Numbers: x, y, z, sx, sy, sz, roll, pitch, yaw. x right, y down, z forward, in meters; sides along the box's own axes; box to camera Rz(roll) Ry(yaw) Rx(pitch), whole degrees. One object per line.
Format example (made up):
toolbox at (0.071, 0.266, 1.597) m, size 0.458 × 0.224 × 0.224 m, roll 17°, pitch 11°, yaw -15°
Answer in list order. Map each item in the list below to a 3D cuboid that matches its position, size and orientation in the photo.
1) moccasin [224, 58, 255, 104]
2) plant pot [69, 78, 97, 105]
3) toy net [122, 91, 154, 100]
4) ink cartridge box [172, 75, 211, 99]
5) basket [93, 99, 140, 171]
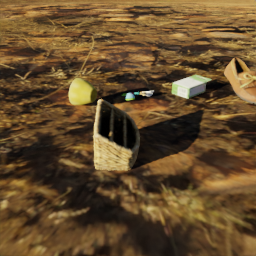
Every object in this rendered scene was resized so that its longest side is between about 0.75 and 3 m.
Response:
moccasin at (4.054, -1.626, 9.515) m, size 0.829 × 0.875 × 2.266 m, roll 5°, pitch 42°, yaw -8°
plant pot at (-1.329, -1.063, 8.627) m, size 0.603 × 0.850 × 0.850 m, roll 16°, pitch 32°, yaw 20°
toy net at (0.368, -1.107, 9.494) m, size 1.096 × 0.212 × 0.575 m, roll -10°, pitch 9°, yaw -22°
ink cartridge box at (2.265, -1.477, 9.924) m, size 1.354 × 0.401 × 0.703 m, roll -24°, pitch 37°, yaw -36°
basket at (-0.221, 0.131, 6.188) m, size 0.980 × 1.023 × 1.373 m, roll 2°, pitch 37°, yaw -1°
